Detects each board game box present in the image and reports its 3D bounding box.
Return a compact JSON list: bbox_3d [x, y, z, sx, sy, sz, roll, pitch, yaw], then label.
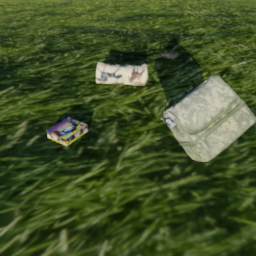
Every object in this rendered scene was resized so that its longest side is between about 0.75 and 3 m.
[{"bbox_3d":[-2.121,0.110,9.853,0.920,0.316,1.113,20,38,26],"label":"board game box"}]

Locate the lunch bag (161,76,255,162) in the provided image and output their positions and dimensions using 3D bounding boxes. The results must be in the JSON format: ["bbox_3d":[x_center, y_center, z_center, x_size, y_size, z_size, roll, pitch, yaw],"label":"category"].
[{"bbox_3d":[2.230,-0.273,8.090,2.124,1.781,1.480,-38,-1,-6],"label":"lunch bag"}]

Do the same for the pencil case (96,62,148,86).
[{"bbox_3d":[-0.342,-2.593,13.411,2.586,1.006,1.157,4,27,5],"label":"pencil case"}]
